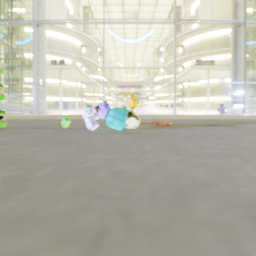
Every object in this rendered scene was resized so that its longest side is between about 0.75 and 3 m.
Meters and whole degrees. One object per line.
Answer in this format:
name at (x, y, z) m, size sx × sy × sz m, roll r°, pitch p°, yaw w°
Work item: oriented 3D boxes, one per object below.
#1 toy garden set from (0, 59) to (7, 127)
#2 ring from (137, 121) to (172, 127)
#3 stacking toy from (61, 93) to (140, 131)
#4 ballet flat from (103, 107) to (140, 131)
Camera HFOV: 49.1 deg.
toy garden set at (-4.308, -1.409, 7.316) m, size 0.575 × 2.884 × 2.404 m, roll -5°, pitch 0°, yaw 31°
ring at (0.682, -0.133, 9.456) m, size 1.589 × 0.153 × 1.589 m, roll 1°, pitch 3°, yaw 0°
stacking toy at (-0.836, -0.390, 7.760) m, size 1.512 × 0.471 × 2.005 m, roll -27°, pitch 12°, yaw -33°
ballet flat at (-0.055, -0.206, 7.674) m, size 0.697 × 0.667 × 1.982 m, roll 25°, pitch 9°, yaw 11°
